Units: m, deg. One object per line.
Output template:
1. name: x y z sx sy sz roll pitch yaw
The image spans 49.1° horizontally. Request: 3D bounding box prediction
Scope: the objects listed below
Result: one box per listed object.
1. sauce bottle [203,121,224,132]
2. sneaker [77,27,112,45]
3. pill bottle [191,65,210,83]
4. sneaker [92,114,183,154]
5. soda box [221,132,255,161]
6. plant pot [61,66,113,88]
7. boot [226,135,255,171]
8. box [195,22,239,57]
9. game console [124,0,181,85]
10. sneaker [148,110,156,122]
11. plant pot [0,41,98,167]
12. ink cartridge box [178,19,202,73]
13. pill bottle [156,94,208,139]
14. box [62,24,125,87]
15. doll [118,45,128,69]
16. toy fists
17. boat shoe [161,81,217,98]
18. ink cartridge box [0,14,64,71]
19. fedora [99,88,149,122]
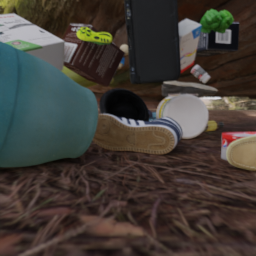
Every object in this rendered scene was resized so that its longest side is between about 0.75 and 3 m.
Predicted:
1. sauce bottle: 3.832 -0.089 12.776 1.428 0.462 0.462 -2 6 -36
2. sneaker: -1.021 -2.689 8.420 1.112 0.412 0.465 16 -7 5
3. pill bottle: 3.430 -2.534 13.263 0.845 0.481 0.481 47 23 16
4. sneaker: 0.218 0.093 7.946 2.698 0.946 1.464 10 14 25
5. soda box: 3.167 0.426 6.315 1.988 0.630 0.696 -2 6 -11
6. plant pot: -2.096 -2.682 12.770 2.076 2.258 2.258 -26 11 -11
7. boot: 2.649 0.564 4.590 1.971 0.710 1.524 3 7 19
8. box: 3.023 -3.371 10.791 1.451 1.023 1.961 -4 9 -22
9. game console: 0.800 -2.700 8.250 1.580 2.715 2.388 -2 9 16
10. sneaker: 0.795 -0.616 14.094 2.265 1.082 0.898 -7 39 -24
11. plant pot: -2.012 -0.323 5.857 2.332 2.482 2.482 11 -3 -39
12. ink cartridge box: 1.573 -2.256 8.476 0.569 1.692 0.983 35 56 29
13. pill bottle: 1.960 -0.496 11.005 1.597 1.597 2.831 0 5 -3
14. box: -1.351 -2.496 9.691 1.413 1.399 1.704 25 -1 45
15. doll: -0.984 -3.267 12.925 2.525 1.723 0.612 -30 -17 -22
16. toy fists: 2.725 -3.255 8.582 1.263 0.644 0.434 -11 46 -30
17. boat shoe: 2.765 -1.666 12.846 2.590 0.738 0.866 7 20 -9
18. ink cartridge box: -3.479 -2.487 8.514 2.514 1.060 1.837 33 40 23
19. fedora: -0.306 -0.553 12.085 2.429 2.429 1.109 -4 -23 -36
